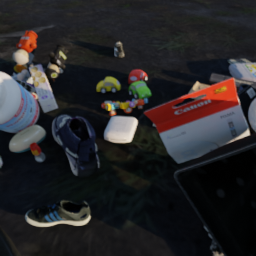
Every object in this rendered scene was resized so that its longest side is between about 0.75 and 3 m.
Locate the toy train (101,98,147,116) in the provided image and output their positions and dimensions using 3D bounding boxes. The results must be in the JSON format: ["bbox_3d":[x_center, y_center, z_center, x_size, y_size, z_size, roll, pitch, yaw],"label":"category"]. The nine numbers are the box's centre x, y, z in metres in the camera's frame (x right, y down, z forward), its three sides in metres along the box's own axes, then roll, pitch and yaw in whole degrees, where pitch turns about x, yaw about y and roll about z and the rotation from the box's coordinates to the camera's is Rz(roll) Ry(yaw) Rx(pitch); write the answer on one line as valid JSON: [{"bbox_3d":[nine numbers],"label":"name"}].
[{"bbox_3d":[-0.133,-0.779,10.375,1.652,0.459,1.241,-4,11,11],"label":"toy train"}]

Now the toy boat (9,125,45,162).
[{"bbox_3d":[-2.951,0.526,8.521,1.169,0.646,1.390,-33,38,-20],"label":"toy boat"}]

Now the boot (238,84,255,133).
[{"bbox_3d":[4.355,-0.587,9.535,0.837,1.086,2.241,-15,40,-20],"label":"boot"}]

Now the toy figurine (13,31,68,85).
[{"bbox_3d":[-3.566,-2.653,11.267,1.976,1.945,1.375,23,73,-19],"label":"toy figurine"}]

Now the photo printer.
[{"bbox_3d":[-0.255,0.072,9.193,0.935,0.390,1.124,4,35,11],"label":"photo printer"}]

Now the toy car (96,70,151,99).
[{"bbox_3d":[0.138,-1.752,11.207,2.432,0.542,2.288,-20,32,-23],"label":"toy car"}]

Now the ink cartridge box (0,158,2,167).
[{"bbox_3d":[-4.684,1.439,7.446,2.057,0.460,1.812,-3,37,-3],"label":"ink cartridge box"}]

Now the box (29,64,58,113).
[{"bbox_3d":[-3.186,-1.533,10.393,0.530,0.495,2.559,-21,45,-11],"label":"box"}]

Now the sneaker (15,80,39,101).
[{"bbox_3d":[-3.764,-1.463,11.054,1.510,0.609,0.630,23,21,-7],"label":"sneaker"}]

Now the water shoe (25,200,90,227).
[{"bbox_3d":[-1.648,1.925,6.583,1.504,0.593,0.538,1,29,-5],"label":"water shoe"}]

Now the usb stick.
[{"bbox_3d":[4.574,-1.816,11.694,2.463,0.402,0.683,16,40,20],"label":"usb stick"}]

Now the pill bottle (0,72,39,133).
[{"bbox_3d":[-3.737,-0.739,8.222,1.530,2.813,1.530,0,82,-2],"label":"pill bottle"}]

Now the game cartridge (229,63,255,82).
[{"bbox_3d":[5.862,-2.376,12.420,2.342,0.474,1.562,-2,41,-2],"label":"game cartridge"}]

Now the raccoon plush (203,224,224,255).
[{"bbox_3d":[2.262,2.545,6.129,1.384,0.669,0.927,41,22,-2],"label":"raccoon plush"}]

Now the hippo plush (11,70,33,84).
[{"bbox_3d":[-4.481,-2.053,11.621,0.880,0.871,1.094,16,41,18],"label":"hippo plush"}]

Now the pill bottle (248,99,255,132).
[{"bbox_3d":[4.788,-0.616,8.281,2.474,1.414,1.414,-21,42,-37],"label":"pill bottle"}]

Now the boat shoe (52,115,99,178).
[{"bbox_3d":[-1.620,0.049,8.424,1.089,1.353,2.917,-15,39,-25],"label":"boat shoe"}]

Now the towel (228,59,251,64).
[{"bbox_3d":[5.499,-3.076,13.561,0.984,0.176,1.022,-7,36,-14],"label":"towel"}]

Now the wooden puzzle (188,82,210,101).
[{"bbox_3d":[3.165,-1.289,11.124,1.338,0.310,1.239,22,43,19],"label":"wooden puzzle"}]

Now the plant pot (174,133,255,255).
[{"bbox_3d":[2.819,1.049,5.043,2.163,2.432,2.438,-30,87,-39],"label":"plant pot"}]

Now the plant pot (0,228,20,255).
[{"bbox_3d":[-2.502,2.879,4.494,2.028,2.023,1.799,-20,33,-24],"label":"plant pot"}]

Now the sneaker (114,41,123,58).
[{"bbox_3d":[-0.502,-4.101,14.480,0.446,0.608,1.343,-5,38,-5],"label":"sneaker"}]

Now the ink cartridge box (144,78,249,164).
[{"bbox_3d":[1.614,-0.002,6.179,1.855,2.318,0.548,-20,62,17],"label":"ink cartridge box"}]

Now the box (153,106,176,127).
[{"bbox_3d":[1.568,-0.309,9.866,0.867,0.253,1.266,24,44,28],"label":"box"}]

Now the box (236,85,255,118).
[{"bbox_3d":[3.177,-0.476,9.093,1.947,1.374,0.768,-32,92,-34],"label":"box"}]
